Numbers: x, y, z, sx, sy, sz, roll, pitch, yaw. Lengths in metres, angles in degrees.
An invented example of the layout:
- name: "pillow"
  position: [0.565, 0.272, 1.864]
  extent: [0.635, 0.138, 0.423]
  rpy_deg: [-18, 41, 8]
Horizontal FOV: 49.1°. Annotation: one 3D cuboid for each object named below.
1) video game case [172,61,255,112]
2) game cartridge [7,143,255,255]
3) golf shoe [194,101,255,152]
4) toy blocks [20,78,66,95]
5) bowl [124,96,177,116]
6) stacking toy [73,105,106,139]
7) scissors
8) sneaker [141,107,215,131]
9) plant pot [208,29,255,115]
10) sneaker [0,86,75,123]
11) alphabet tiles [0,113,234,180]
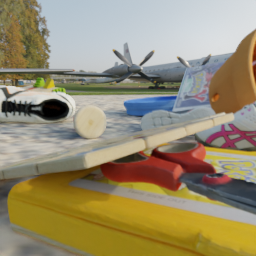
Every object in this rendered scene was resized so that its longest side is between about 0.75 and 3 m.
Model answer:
- name: "video game case"
  position: [2.729, -1.211, 8.413]
  extent: [2.457, 0.310, 2.696]
  rpy_deg: [-5, 39, 28]
- name: "game cartridge"
  position: [0.681, 0.522, 2.371]
  extent: [2.443, 0.396, 2.153]
  rpy_deg: [2, 8, 29]
- name: "golf shoe"
  position: [1.842, 0.010, 4.174]
  extent: [0.713, 0.905, 1.965]
  rpy_deg: [-8, 10, -36]
- name: "toy blocks"
  position: [-4.029, -1.119, 11.083]
  extent: [2.739, 1.369, 1.872]
  rpy_deg: [11, 26, 41]
- name: "bowl"
  position: [1.126, -0.854, 10.543]
  extent: [2.573, 0.505, 2.573]
  rpy_deg: [-4, 9, 1]
- name: "stacking toy"
  position: [-0.983, -0.136, 6.368]
  extent: [0.681, 0.681, 1.594]
  rpy_deg: [-3, 2, -17]
- name: "scissors"
  position: [0.299, 0.299, 1.441]
  extent: [0.869, 0.165, 2.375]
  rpy_deg: [-6, 5, -6]
- name: "sneaker"
  position: [1.022, -0.104, 5.720]
  extent: [1.493, 0.575, 0.611]
  rpy_deg: [-3, 4, 18]
- name: "plant pot"
  position: [2.832, -0.808, 5.872]
  extent: [2.346, 2.346, 1.642]
  rpy_deg: [-4, -9, -23]
- name: "sneaker"
  position: [-2.973, -0.658, 8.052]
  extent: [2.913, 1.074, 1.165]
  rpy_deg: [-2, 11, -13]
- name: "alphabet tiles"
  position: [-0.125, 0.162, 3.274]
  extent: [2.451, 0.111, 2.932]
  rpy_deg: [-14, -1, 42]
